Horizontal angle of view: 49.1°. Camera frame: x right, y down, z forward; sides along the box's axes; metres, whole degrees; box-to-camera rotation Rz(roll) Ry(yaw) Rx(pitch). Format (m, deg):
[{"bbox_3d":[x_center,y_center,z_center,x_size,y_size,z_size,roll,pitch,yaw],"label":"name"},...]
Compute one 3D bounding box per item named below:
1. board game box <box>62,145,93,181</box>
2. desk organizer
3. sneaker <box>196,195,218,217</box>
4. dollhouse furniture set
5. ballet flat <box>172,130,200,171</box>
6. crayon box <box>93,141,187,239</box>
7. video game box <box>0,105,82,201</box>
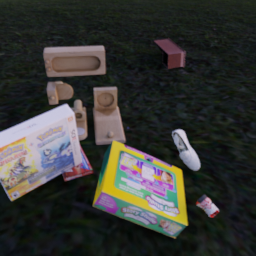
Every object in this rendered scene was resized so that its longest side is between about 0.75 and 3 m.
[{"bbox_3d":[-1.791,0.974,8.852,0.860,0.162,1.671,-15,37,-20],"label":"board game box"},{"bbox_3d":[2.286,-4.256,15.936,0.959,0.894,2.492,-10,35,-10],"label":"desk organizer"},{"bbox_3d":[1.886,1.901,6.682,0.303,0.908,0.487,-37,66,-3],"label":"sneaker"},{"bbox_3d":[-1.470,-1.076,9.529,2.524,2.654,2.162,-4,38,-8],"label":"dollhouse furniture set"},{"bbox_3d":[1.713,0.683,8.651,0.500,0.500,1.439,-11,60,-15],"label":"ballet flat"},{"bbox_3d":[0.347,1.462,6.984,2.148,0.626,1.853,24,34,-10],"label":"crayon box"},{"bbox_3d":[-2.364,0.676,7.383,2.252,2.052,0.527,-29,50,-25],"label":"video game box"}]
